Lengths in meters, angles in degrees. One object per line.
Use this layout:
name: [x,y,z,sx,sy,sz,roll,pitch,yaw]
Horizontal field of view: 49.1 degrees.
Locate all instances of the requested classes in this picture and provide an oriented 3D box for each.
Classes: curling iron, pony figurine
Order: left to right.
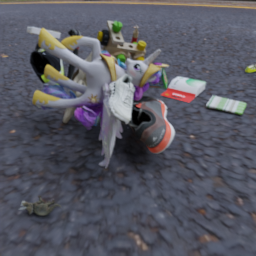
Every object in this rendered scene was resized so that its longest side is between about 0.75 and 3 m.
curling iron: [-1.722,-2.134,8.697,0.263,2.061,0.511,-14,54,-28]
pony figurine: [-0.707,-0.792,6.608,2.802,2.704,2.333,14,25,-2]

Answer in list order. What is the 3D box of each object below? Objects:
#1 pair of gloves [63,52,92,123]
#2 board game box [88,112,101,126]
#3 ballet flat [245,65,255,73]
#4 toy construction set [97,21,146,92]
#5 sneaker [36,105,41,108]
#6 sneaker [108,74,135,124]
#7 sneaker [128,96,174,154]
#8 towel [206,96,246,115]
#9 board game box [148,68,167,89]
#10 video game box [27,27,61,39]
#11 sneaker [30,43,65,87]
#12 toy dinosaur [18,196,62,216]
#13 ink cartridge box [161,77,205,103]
pair of gloves: [-1.574,-1.369,8.879,0.371,1.801,2.118,24,47,-25]
board game box: [-0.763,-0.828,7.920,0.330,1.364,1.803,23,-9,-3]
ballet flat: [5.885,-2.780,13.108,0.952,0.319,0.318,-14,33,-23]
toy construction set: [-0.099,-3.078,10.545,2.412,2.222,2.892,16,47,1]
sneaker: [-2.424,-0.811,8.862,0.995,0.361,0.567,2,6,27]
sneaker: [-0.099,-0.636,5.830,0.484,0.522,1.288,31,35,-36]
sneaker: [0.402,-0.406,7.639,1.110,1.045,2.711,34,14,-24]
towel: [3.437,-0.764,9.820,1.214,0.186,0.906,18,37,24]
board game box: [0.146,-1.512,8.292,1.915,0.279,1.289,5,-7,13]
video game box: [-2.541,-2.856,8.408,0.837,0.196,0.763,2,14,-29]
sneaker: [-2.427,-2.062,8.256,0.828,0.956,2.308,-32,54,7]
toy dinosaur: [-1.719,1.615,5.621,0.806,0.310,0.412,12,43,9]
ink cartridge box: [2.153,-1.536,10.935,1.229,0.382,1.527,19,33,30]
